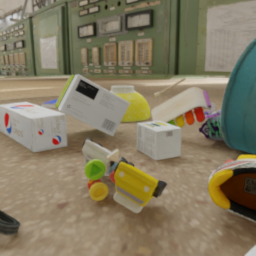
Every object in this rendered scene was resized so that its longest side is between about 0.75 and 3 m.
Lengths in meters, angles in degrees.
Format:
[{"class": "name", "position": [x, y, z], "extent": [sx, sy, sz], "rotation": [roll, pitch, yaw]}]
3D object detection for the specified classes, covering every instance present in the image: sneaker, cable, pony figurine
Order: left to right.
[{"class": "cable", "position": [-2.213, 1.293, 4.224], "extent": [1.659, 0.417, 0.806], "rotation": [21, -11, 23]}, {"class": "pony figurine", "position": [3.225, -0.466, 10.570], "extent": [1.046, 0.871, 1.010], "rotation": [-10, -14, -31]}, {"class": "sneaker", "position": [2.678, 0.072, 7.541], "extent": [1.279, 1.087, 2.922], "rotation": [-12, -5, 7]}, {"class": "sneaker", "position": [2.379, 0.996, 3.526], "extent": [2.862, 1.114, 1.176], "rotation": [0, 0, 39]}]

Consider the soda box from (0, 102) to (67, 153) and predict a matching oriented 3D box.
[{"class": "soda box", "position": [-3.016, -0.131, 8.573], "extent": [1.021, 0.954, 2.998], "rotation": [-11, 17, -38]}]

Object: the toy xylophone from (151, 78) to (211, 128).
[{"class": "toy xylophone", "position": [1.501, -0.666, 8.651], "extent": [2.035, 1.490, 0.511], "rotation": [-21, -37, 34]}]

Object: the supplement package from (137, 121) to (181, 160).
[{"class": "supplement package", "position": [0.774, 0.295, 7.250], "extent": [0.747, 0.741, 0.984], "rotation": [-7, 15, -26]}]

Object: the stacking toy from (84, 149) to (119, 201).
[{"class": "stacking toy", "position": [-0.401, 0.753, 4.893], "extent": [0.842, 0.762, 0.356], "rotation": [-26, 26, -14]}]

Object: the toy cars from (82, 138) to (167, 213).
[{"class": "toy cars", "position": [-0.214, 0.793, 4.846], "extent": [1.241, 0.613, 2.767], "rotation": [33, -6, -27]}]

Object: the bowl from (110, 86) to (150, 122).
[{"class": "bowl", "position": [-0.224, -1.120, 11.984], "extent": [2.423, 1.304, 2.423], "rotation": [1, 13, 0]}]

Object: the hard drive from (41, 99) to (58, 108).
[{"class": "hard drive", "position": [-3.785, -1.335, 15.178], "extent": [1.113, 0.214, 1.687], "rotation": [2, 14, 10]}]

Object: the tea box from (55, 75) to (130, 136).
[{"class": "tea box", "position": [-1.201, -0.740, 8.887], "extent": [1.790, 1.196, 1.761], "rotation": [27, -1, -20]}]

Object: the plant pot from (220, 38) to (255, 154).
[{"class": "plant pot", "position": [4.116, -0.416, 6.130], "extent": [2.999, 2.999, 2.818], "rotation": [-11, 26, -39]}]

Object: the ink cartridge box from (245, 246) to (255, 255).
[{"class": "ink cartridge box", "position": [1.247, 1.596, 2.496], "extent": [1.013, 0.424, 0.735], "rotation": [-12, 18, -40]}]
